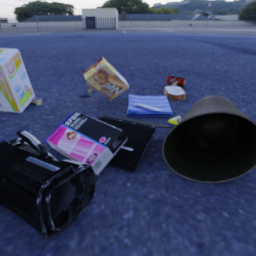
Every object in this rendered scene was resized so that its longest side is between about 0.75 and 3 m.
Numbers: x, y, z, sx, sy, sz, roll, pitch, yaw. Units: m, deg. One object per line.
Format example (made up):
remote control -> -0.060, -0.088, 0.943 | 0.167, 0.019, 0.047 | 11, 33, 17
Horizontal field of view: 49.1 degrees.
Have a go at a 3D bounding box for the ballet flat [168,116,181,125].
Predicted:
ballet flat -> 2.043, -0.241, 10.890 | 0.384, 0.385, 1.148 | -17, 29, -33

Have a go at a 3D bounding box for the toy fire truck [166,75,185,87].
toy fire truck -> 2.567, -2.569, 15.989 | 1.018, 0.744, 1.157 | 19, 20, 35

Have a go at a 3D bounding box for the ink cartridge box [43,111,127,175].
ink cartridge box -> -1.535, 0.283, 8.800 | 2.980, 0.553, 1.411 | 21, 63, 43

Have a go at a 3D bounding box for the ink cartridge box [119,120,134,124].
ink cartridge box -> -0.149, -0.029, 10.444 | 0.596, 0.349, 0.825 | 7, 25, 15

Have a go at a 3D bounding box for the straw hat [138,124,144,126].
straw hat -> 0.075, 0.426, 9.129 | 1.293, 0.547, 1.293 | -11, 31, 7

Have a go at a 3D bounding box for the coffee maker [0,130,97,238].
coffee maker -> -2.241, 1.369, 6.193 | 2.362, 1.591, 2.268 | 15, 51, 34

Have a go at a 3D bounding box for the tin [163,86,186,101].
tin -> 2.400, -1.829, 14.596 | 0.998, 0.373, 1.782 | -5, 24, -2

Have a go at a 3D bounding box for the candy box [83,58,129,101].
candy box -> -0.996, -2.231, 13.091 | 1.168, 2.024, 0.560 | -33, 53, 17

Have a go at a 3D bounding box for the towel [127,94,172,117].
towel -> 0.943, -1.089, 12.913 | 1.954, 0.322, 2.699 | 1, 24, 1

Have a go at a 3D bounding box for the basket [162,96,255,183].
basket -> 2.532, 0.091, 8.335 | 2.551, 1.924, 2.829 | -12, 14, 22

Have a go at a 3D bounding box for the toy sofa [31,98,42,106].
toy sofa -> -4.497, -1.333, 13.403 | 0.760, 0.371, 0.315 | 14, 27, 30

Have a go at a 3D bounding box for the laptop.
laptop -> -0.040, 0.394, 9.264 | 2.200, 1.282, 2.483 | 12, 59, 30

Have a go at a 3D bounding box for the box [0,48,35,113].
box -> -5.188, -2.013, 12.055 | 1.226, 2.418, 1.360 | 5, 42, 12

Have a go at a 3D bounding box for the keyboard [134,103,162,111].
keyboard -> 0.844, -0.913, 12.267 | 0.417, 0.079, 1.483 | 2, 14, -41

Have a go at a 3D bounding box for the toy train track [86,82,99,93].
toy train track -> -1.552, -2.248, 13.590 | 0.746, 1.301, 0.212 | 35, -4, -13
